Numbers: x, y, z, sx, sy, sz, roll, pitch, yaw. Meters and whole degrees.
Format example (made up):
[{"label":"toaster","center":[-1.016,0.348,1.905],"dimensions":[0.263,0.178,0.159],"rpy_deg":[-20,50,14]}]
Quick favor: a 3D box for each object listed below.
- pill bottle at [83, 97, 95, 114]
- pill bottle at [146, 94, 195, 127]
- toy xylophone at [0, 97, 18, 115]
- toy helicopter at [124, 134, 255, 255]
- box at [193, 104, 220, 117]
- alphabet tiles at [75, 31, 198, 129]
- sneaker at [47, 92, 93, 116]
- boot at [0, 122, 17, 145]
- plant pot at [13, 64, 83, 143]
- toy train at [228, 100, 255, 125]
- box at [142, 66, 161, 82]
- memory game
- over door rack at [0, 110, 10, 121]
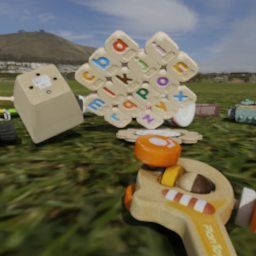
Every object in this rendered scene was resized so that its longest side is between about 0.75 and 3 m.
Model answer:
[{"label":"pill bottle","center":[-1.836,-1.094,13.409],"dimensions":[1.432,0.810,0.810],"rpy_deg":[7,12,33]},{"label":"pill bottle","center":[1.225,-0.717,10.056],"dimensions":[2.020,1.208,1.208],"rpy_deg":[7,12,43]},{"label":"toy xylophone","center":[-5.265,-0.817,11.345],"dimensions":[2.911,0.731,2.131],"rpy_deg":[-3,0,-11]},{"label":"toy helicopter","center":[0.753,0.882,2.599],"dimensions":[1.468,0.875,2.219],"rpy_deg":[9,20,-4]},{"label":"box","center":[3.344,-0.797,12.596],"dimensions":[1.390,0.521,0.696],"rpy_deg":[-4,10,-16]},{"label":"alphabet tiles","center":[0.233,-1.027,6.983],"dimensions":[2.778,0.207,2.840],"rpy_deg":[32,-50,-30]},{"label":"sneaker","center":[-2.682,-0.847,12.137],"dimensions":[2.930,1.127,1.298],"rpy_deg":[11,-3,34]},{"label":"boot","center":[-3.106,0.227,6.221],"dimensions":[1.220,0.614,1.632],"rpy_deg":[-4,10,-24]},{"label":"plant pot","center":[-1.906,-0.666,6.527],"dimensions":[1.309,1.310,1.160],"rpy_deg":[-26,-23,-22]},{"label":"toy train","center":[4.673,-0.507,10.100],"dimensions":[1.169,0.874,2.051],"rpy_deg":[-21,21,-39]},{"label":"box","center":[0.617,-1.971,10.022],"dimensions":[0.432,0.893,0.785],"rpy_deg":[11,18,-45]},{"label":"memory game","center":[0.808,0.206,7.486],"dimensions":[2.300,0.147,2.300],"rpy_deg":[1,8,0]},{"label":"over door rack","center":[-5.117,-0.396,10.235],"dimensions":[1.142,0.515,1.545],"rpy_deg":[-2,10,-5]}]
